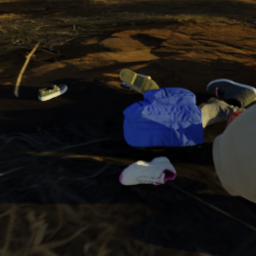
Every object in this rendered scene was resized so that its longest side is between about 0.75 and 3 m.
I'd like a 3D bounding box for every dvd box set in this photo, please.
[{"bbox_3d":[0.281,-1.912,11.691,1.073,0.158,0.785,-30,32,-23],"label":"dvd box set"}]

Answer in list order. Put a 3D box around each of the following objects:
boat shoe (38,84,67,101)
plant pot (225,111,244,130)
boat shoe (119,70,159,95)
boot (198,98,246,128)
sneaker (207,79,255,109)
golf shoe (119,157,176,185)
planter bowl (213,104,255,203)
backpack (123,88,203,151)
[{"bbox_3d":[-2.971,-1.497,11.095,0.471,0.389,1.373,20,37,28],"label":"boat shoe"},{"bbox_3d":[3.091,0.257,7.519,1.218,1.185,1.218,1,33,-1],"label":"plant pot"},{"bbox_3d":[0.489,-1.701,10.909,1.753,0.655,0.600,34,3,1],"label":"boat shoe"},{"bbox_3d":[2.995,-0.348,8.989,1.349,0.715,2.050,23,41,29],"label":"boot"},{"bbox_3d":[3.606,-1.223,10.387,0.996,0.710,2.007,-36,37,-27],"label":"sneaker"},{"bbox_3d":[0.505,1.119,6.752,1.428,0.538,0.653,-14,32,-21],"label":"golf shoe"},{"bbox_3d":[2.850,0.641,6.022,1.594,2.369,2.369,-22,16,38],"label":"planter bowl"},{"bbox_3d":[0.844,-0.243,7.827,2.006,1.683,1.630,-7,6,-6],"label":"backpack"}]
